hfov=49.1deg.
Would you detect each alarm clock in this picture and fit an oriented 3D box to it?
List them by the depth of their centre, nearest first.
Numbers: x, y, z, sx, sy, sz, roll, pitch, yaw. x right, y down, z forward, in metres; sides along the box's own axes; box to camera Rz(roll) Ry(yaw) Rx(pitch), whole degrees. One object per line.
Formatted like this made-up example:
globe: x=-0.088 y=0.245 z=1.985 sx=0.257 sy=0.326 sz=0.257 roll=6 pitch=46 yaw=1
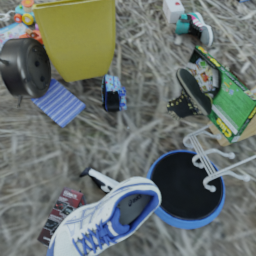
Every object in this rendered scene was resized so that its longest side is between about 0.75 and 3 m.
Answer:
alarm clock: x=-3.061 y=-2.012 z=8.971 sx=0.926 sy=1.876 sz=2.781 roll=-3 pitch=36 yaw=9

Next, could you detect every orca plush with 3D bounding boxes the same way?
orca plush: x=-0.607 y=1.823 z=7.968 sx=1.814 sy=0.954 sz=0.645 roll=25 pitch=94 yaw=4

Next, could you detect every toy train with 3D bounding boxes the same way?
toy train: x=-4.097 y=-4.381 z=11.506 sx=2.227 sy=0.825 sz=2.965 roll=-31 pitch=63 yaw=-31

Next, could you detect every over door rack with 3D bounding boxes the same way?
over door rack: x=3.019 y=0.380 z=7.718 sx=2.676 sy=0.891 sz=1.977 roll=-36 pitch=34 yaw=15

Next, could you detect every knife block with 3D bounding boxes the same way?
knife block: x=4.067 y=-0.764 z=8.496 sx=2.824 sy=2.479 sz=0.904 roll=-18 pitch=59 yaw=-11

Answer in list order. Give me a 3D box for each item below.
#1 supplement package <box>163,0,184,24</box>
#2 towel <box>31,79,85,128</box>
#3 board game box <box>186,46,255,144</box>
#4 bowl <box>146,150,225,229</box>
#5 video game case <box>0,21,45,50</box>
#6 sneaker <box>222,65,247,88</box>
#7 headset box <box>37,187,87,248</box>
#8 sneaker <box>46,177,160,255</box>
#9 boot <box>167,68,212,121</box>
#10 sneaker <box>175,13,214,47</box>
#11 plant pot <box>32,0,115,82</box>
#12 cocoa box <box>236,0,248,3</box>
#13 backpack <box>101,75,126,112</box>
supplement package: x=1.994 y=-5.219 z=12.374 sx=0.634 sy=0.626 sz=1.045 roll=-11 pitch=59 yaw=-7
towel: x=-2.445 y=-0.907 z=9.756 sx=1.626 sy=0.194 sz=1.177 roll=40 pitch=67 yaw=9
board game box: x=2.493 y=-1.016 z=8.048 sx=0.322 sy=1.436 sz=2.741 roll=-6 pitch=47 yaw=-27
bowl: x=1.663 y=1.704 z=8.150 sx=2.324 sy=0.456 sz=2.324 roll=0 pitch=58 yaw=0
video game case: x=-4.565 y=-3.355 z=11.445 sx=1.770 sy=0.220 sz=2.473 roll=-34 pitch=64 yaw=-19
sneaker: x=3.577 y=-1.896 z=10.278 sx=1.736 sy=0.656 sz=0.611 roll=31 pitch=63 yaw=18
headset box: x=-1.608 y=2.364 z=7.314 sx=0.589 sy=1.167 sz=1.570 roll=18 pitch=59 yaw=10
sneaker: x=-0.561 y=2.073 z=6.018 sx=2.911 sy=1.283 sz=1.096 roll=-40 pitch=92 yaw=-11
boot: x=1.484 y=-0.849 z=7.883 sx=1.570 sy=1.186 sz=0.567 roll=48 pitch=51 yaw=-24
sneaker: x=2.583 y=-4.027 z=11.463 sx=1.247 sy=0.863 sz=2.065 roll=-9 pitch=50 yaw=-11
plant pot: x=-1.636 y=-2.894 z=9.211 sx=2.337 sy=2.390 sz=2.321 roll=-14 pitch=29 yaw=-11
cocoa box: x=5.316 y=-6.730 z=13.149 sx=0.924 sy=0.909 sz=1.385 roll=-21 pitch=60 yaw=-12
backpack: x=-0.473 y=-1.168 z=9.342 sx=0.800 sy=1.085 sz=1.189 roll=-3 pitch=85 yaw=0
